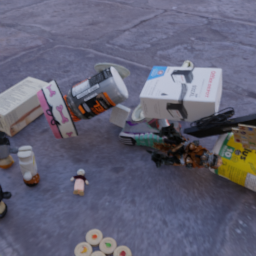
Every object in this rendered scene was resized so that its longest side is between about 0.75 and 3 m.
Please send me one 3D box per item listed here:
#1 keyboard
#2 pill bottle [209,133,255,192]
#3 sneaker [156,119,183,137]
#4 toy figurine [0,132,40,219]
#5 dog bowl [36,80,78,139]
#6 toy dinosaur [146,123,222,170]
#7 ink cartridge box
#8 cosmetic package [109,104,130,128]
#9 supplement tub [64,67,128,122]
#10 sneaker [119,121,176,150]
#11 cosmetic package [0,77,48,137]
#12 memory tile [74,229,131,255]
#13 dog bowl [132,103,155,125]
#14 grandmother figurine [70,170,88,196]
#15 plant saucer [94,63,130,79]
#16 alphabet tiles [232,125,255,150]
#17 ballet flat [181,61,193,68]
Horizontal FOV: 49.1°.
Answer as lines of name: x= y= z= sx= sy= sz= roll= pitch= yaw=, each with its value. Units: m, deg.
keyboard: x=2.970 y=-0.227 z=8.386 sx=2.700 sy=1.406 sz=0.535 roll=-15 pitch=68 yaw=40
pill bottle: x=4.236 y=1.230 z=8.928 sx=2.877 sy=1.622 sz=1.622 roll=24 pitch=45 yaw=31
sneaker: x=1.732 y=-0.086 z=11.510 sx=0.795 sy=0.748 sz=1.942 roll=9 pitch=43 yaw=-23
toy figurine: x=-4.177 y=1.470 z=8.924 sx=2.351 sy=1.636 sz=2.315 roll=20 pitch=38 yaw=24
dog bowl: x=-2.564 y=-0.573 z=10.051 sx=0.801 sy=2.172 sz=2.172 roll=-24 pitch=44 yaw=-12
toy dinosaur: x=1.625 y=0.834 z=8.944 sx=1.798 sy=2.649 sz=1.353 roll=20 pitch=64 yaw=-33
ink cartridge box: x=1.817 y=-1.157 z=9.413 sx=2.392 sy=1.001 sz=1.735 roll=7 pitch=48 yaw=22
cosmetic package: x=-0.356 y=-0.512 z=11.570 sx=0.702 sy=0.931 sz=0.241 roll=24 pitch=42 yaw=5
supplement tub: x=-1.258 y=-1.189 z=10.504 sx=2.257 sy=1.382 sz=1.382 roll=-27 pitch=38 yaw=14
sneaker: x=0.864 y=0.175 z=10.684 sx=2.352 sy=0.875 sz=1.029 roll=8 pitch=58 yaw=13
cosmetic package: x=-4.637 y=-0.979 z=12.078 sx=1.377 sy=1.163 sz=2.665 roll=20 pitch=44 yaw=23
memory tile: x=-0.947 y=3.653 z=7.309 sx=1.466 sy=0.161 sz=1.913 roll=22 pitch=45 yaw=25
dog bowl: x=0.793 y=-0.635 z=11.780 sx=1.287 sy=0.475 sz=1.287 roll=-33 pitch=30 yaw=22
grandmother figurine: x=-1.648 y=1.797 z=9.459 sx=0.606 sy=0.303 sz=0.999 roll=23 pitch=33 yaw=-17
plant saucer: x=-0.676 y=-2.193 z=11.363 sx=1.457 sy=1.457 sz=0.366 roll=9 pitch=82 yaw=10
alphabet tiles: x=3.374 y=0.299 z=7.417 sx=1.173 sy=0.976 sz=0.037 roll=11 pitch=56 yaw=37
ballet flat: x=3.244 y=-3.381 z=15.453 sx=0.595 sy=0.595 sz=1.659 roll=15 pitch=41 yaw=17
